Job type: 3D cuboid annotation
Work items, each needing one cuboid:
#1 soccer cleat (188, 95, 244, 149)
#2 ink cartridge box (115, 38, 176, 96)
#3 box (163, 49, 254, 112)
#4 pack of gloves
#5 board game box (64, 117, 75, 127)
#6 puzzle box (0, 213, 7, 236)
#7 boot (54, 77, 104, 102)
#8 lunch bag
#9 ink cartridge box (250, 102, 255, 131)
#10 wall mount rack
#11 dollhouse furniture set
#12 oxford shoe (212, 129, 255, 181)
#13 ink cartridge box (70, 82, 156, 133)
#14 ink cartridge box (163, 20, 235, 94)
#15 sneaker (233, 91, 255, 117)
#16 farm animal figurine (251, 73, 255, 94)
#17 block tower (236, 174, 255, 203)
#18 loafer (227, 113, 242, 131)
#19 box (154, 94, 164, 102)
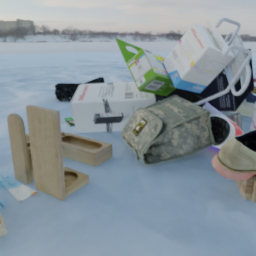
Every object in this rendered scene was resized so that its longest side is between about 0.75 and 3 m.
[{"bbox_3d":[2.561,-0.124,8.598,1.082,1.009,2.958,26,16,-22],"label":"soccer cleat"},{"bbox_3d":[0.654,-2.179,9.118,0.805,2.126,1.572,-37,-23,34],"label":"ink cartridge box"},{"bbox_3d":[3.009,-1.791,10.581,2.640,1.640,2.662,1,25,37],"label":"box"},{"bbox_3d":[-2.671,1.255,5.741,1.224,0.242,1.028,14,23,35],"label":"pack of gloves"},{"bbox_3d":[-2.035,-0.236,10.320,0.444,0.099,0.847,-10,21,-22],"label":"board game box"},{"bbox_3d":[-2.789,1.529,4.825,1.041,0.199,1.565,-19,26,-28],"label":"puzzle box"},{"bbox_3d":[-2.389,-1.966,14.185,2.115,0.955,2.581,0,20,8],"label":"boot"},{"bbox_3d":[0.918,0.075,7.585,2.088,1.228,1.713,-22,25,-11],"label":"lunch bag"},{"bbox_3d":[4.085,-0.119,8.122,0.867,1.200,0.508,4,24,13],"label":"ink cartridge box"},{"bbox_3d":[2.543,-1.758,8.167,0.985,2.295,2.641,14,46,-8],"label":"wall mount rack"},{"bbox_3d":[-1.551,0.102,6.648,2.121,1.817,2.230,12,22,32],"label":"dollhouse furniture set"},{"bbox_3d":[2.761,0.457,5.585,2.296,0.848,0.813,-7,41,-31],"label":"oxford shoe"},{"bbox_3d":[-0.456,-0.782,9.795,2.703,1.132,1.950,-2,27,1],"label":"ink cartridge box"},{"bbox_3d":[2.091,-2.068,8.181,1.105,1.765,1.134,8,50,-32],"label":"ink cartridge box"},{"bbox_3d":[4.530,-1.160,11.402,2.246,0.842,0.949,24,68,34],"label":"sneaker"},{"bbox_3d":[6.175,-1.885,12.865,1.688,1.670,0.880,-50,25,-16],"label":"farm animal figurine"},{"bbox_3d":[2.607,0.974,6.198,0.456,0.488,1.690,3,18,6],"label":"block tower"},{"bbox_3d":[3.523,-0.153,9.407,0.557,0.637,1.771,-8,6,23],"label":"loafer"},{"bbox_3d":[0.993,-1.603,11.984,0.908,1.085,1.461,-1,35,-27],"label":"box"}]
